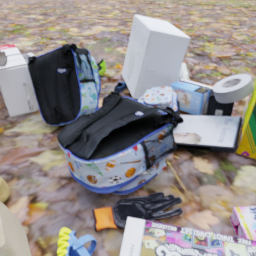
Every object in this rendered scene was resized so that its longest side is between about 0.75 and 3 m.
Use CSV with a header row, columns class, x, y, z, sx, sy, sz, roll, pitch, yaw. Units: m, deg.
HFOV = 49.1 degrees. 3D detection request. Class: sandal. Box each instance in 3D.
class,x,y,z,sx,sy,sz,roll,pitch,yaw
sandal,-0.993,2.710,5.421,0.795,0.726,1.826,0,34,-8

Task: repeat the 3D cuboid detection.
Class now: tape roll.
class,x,y,z,sx,sy,sz,roll,pitch,yaw
tape roll,3.396,-1.280,9.084,1.223,0.404,1.223,-22,22,10

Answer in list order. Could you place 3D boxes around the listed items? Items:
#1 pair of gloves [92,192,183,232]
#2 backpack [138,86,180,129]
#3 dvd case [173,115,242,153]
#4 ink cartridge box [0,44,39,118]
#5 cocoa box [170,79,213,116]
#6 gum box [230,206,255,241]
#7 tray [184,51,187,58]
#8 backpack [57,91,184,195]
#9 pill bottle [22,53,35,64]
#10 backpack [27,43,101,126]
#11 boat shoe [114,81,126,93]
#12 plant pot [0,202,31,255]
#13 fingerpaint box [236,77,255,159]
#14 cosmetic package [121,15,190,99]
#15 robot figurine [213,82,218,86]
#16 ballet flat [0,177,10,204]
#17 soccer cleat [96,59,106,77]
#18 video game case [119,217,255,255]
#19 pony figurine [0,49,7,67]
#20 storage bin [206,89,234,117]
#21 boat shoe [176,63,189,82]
class,x,y,z,sx,sy,sz,roll,pitch,yaw
pair of gloves,0.460,2.449,6.159,2.264,0.314,2.541,-11,33,-12
backpack,1.021,-0.718,9.877,1.486,1.202,1.561,-10,32,17
dvd case,2.309,0.123,9.310,2.595,0.228,1.851,3,33,27
ink cartridge box,-4.697,-1.987,11.412,1.153,2.041,2.781,-18,36,-22
cocoa box,2.418,-1.199,10.868,1.435,0.957,0.942,24,37,34
gum box,2.858,2.339,6.182,0.771,0.449,1.359,-1,33,-1
tray,2.568,-4.498,16.923,1.771,0.328,0.874,12,34,17
backpack,-0.376,0.460,7.524,2.697,2.181,2.831,-24,28,-31
pill bottle,-5.588,-3.584,15.143,0.702,0.702,1.241,12,35,18
backpack,-2.103,-1.427,10.030,2.316,2.531,1.860,-8,4,32
boat shoe,-0.325,-1.931,12.886,0.451,0.368,1.073,9,34,14
plant pot,-2.767,2.385,5.085,1.781,1.579,1.783,-16,37,-23
fingerpaint box,4.436,-0.646,9.087,1.003,2.281,2.734,17,36,16
cosmetic package,1.027,-3.017,12.068,1.732,2.818,2.809,4,32,-16
robot figurine,3.969,-1.590,11.892,0.729,1.014,0.591,49,17,-2
ballet flat,-3.840,1.978,6.458,0.833,0.765,2.428,14,36,21
soccer cleat,-2.246,-2.969,13.916,2.328,0.943,0.786,-9,30,-16
video game case,1.031,2.923,4.798,2.652,0.475,2.404,8,46,8
pony figurine,-4.940,-2.266,9.683,1.451,1.682,1.742,-15,65,-21
storage bin,3.295,-0.691,10.123,0.863,1.276,0.598,9,33,14
boat shoe,2.314,-2.112,12.827,0.981,0.961,2.754,-14,31,14
